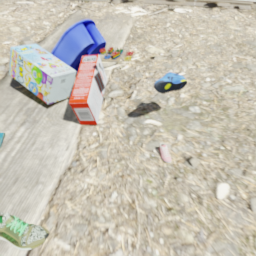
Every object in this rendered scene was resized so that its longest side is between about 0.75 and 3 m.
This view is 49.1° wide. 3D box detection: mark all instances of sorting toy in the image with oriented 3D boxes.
[{"bbox_3d":[-0.462,-2.476,9.398,1.344,0.227,0.648,9,49,24],"label":"sorting toy"}]

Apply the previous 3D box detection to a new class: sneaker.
[{"bbox_3d":[1.365,-1.612,9.752,1.625,0.535,0.637,-15,57,-42],"label":"sneaker"},{"bbox_3d":[-2.940,2.537,7.143,1.849,0.819,0.711,9,41,10],"label":"sneaker"},{"bbox_3d":[1.246,0.825,9.534,0.285,0.395,0.756,-11,42,-16],"label":"sneaker"}]

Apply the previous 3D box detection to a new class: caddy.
[{"bbox_3d":[-2.357,-3.646,12.758,1.474,2.809,1.986,52,35,5],"label":"caddy"}]

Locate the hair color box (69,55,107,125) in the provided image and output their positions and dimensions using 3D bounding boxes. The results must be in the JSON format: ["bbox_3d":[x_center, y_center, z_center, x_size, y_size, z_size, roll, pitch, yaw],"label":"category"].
[{"bbox_3d":[-1.509,-1.504,11.002,0.792,1.374,2.478,0,55,13],"label":"hair color box"}]

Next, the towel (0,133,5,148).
[{"bbox_3d":[-5.189,0.556,10.058,1.356,0.147,0.994,-5,40,-4],"label":"towel"}]

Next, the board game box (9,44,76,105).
[{"bbox_3d":[-3.685,-2.335,11.927,2.579,1.328,1.353,36,37,20],"label":"board game box"}]
